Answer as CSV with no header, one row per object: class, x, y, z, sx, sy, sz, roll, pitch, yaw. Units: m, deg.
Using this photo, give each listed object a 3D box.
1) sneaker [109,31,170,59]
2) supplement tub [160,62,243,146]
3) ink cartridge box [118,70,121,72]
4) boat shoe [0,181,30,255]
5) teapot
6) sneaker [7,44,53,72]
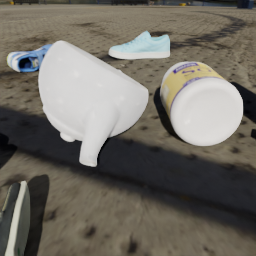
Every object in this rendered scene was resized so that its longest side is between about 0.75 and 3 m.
sneaker,0.552,-4.000,13.393,2.972,1.218,1.099,-5,27,-10
supplement tub,1.606,-0.696,6.685,1.536,1.536,2.113,-2,27,-3
ink cartridge box,-0.927,-1.391,8.894,1.280,0.280,1.292,-23,5,-15
boat shoe,-1.660,1.410,3.521,0.712,0.756,2.106,1,29,-8
teapot,-0.962,-0.584,6.291,2.583,1.911,2.617,34,12,14
sneaker,-3.668,-2.805,11.559,2.377,0.879,0.978,-21,35,-21
